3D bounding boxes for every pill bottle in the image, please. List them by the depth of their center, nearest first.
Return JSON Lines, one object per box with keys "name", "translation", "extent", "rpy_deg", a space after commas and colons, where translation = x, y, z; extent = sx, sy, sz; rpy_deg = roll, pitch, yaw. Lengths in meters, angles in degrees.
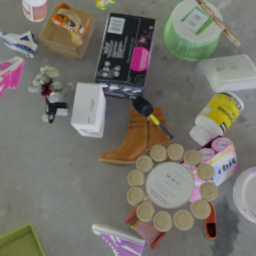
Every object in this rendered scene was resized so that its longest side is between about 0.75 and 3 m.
{"name": "pill bottle", "translation": [-2.720, -3.709, 8.144], "extent": [0.687, 1.225, 0.687], "rpy_deg": [4, 78, -17]}
{"name": "pill bottle", "translation": [3.362, -0.335, 10.845], "extent": [1.186, 1.186, 2.131], "rpy_deg": [39, 80, 9]}

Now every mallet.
{"name": "mallet", "translation": [0.846, -0.264, 9.069], "extent": [0.444, 2.159, 0.711], "rpy_deg": [-45, 49, 2]}

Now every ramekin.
{"name": "ramekin", "translation": [2.757, -4.173, 11.757], "extent": [2.384, 1.164, 2.384], "rpy_deg": [0, 77, 0]}

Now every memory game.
{"name": "memory game", "translation": [1.036, 1.393, 6.828], "extent": [2.239, 0.143, 2.239], "rpy_deg": [-7, 57, 11]}
{"name": "memory game", "translation": [2.872, -3.693, 9.339], "extent": [0.163, 2.561, 2.561], "rpy_deg": [-42, 78, 27]}

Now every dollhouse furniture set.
{"name": "dollhouse furniture set", "translation": [1.135, 2.913, 10.159], "extent": [1.331, 1.006, 2.473], "rpy_deg": [40, 80, 9]}

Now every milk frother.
{"name": "milk frother", "translation": [-2.359, -0.487, 9.419], "extent": [0.706, 0.678, 0.751], "rpy_deg": [2, 84, -29]}

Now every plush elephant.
{"name": "plush elephant", "translation": [-3.155, -1.536, 10.993], "extent": [1.477, 1.571, 1.908], "rpy_deg": [32, 49, -6]}

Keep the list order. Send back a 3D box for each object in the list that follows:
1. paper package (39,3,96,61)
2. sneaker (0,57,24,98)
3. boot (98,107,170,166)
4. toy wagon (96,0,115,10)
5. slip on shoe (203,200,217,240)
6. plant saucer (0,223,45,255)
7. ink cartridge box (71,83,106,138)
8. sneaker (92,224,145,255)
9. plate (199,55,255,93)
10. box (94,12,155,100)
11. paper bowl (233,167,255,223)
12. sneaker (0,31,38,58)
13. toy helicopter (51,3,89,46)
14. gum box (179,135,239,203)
{"name": "paper package", "translation": [-2.542, -4.078, 11.845], "extent": [1.785, 0.969, 1.872], "rpy_deg": [19, 78, 4]}
{"name": "sneaker", "translation": [-3.798, -1.555, 8.052], "extent": [0.995, 0.918, 2.256], "rpy_deg": [26, 33, -4]}
{"name": "boot", "translation": [0.204, 0.293, 10.710], "extent": [2.838, 1.088, 2.204], "rpy_deg": [-6, 79, -4]}
{"name": "toy wagon", "translation": [-0.531, -4.227, 8.522], "extent": [0.343, 1.344, 1.732], "rpy_deg": [42, 53, -6]}
{"name": "slip on shoe", "translation": [3.019, 3.391, 10.345], "extent": [0.531, 0.439, 1.435], "rpy_deg": [-3, 75, 1]}
{"name": "plant saucer", "translation": [-3.978, 4.951, 9.904], "extent": [2.361, 0.566, 2.365], "rpy_deg": [-26, 78, -6]}
{"name": "ink cartridge box", "translation": [-1.407, -0.592, 10.436], "extent": [0.882, 2.084, 1.506], "rpy_deg": [6, 77, 1]}
{"name": "sneaker", "translation": [-0.482, 4.228, 10.019], "extent": [1.983, 0.719, 1.131], "rpy_deg": [20, 81, 5]}
{"name": "plate", "translation": [4.175, -2.299, 11.217], "extent": [2.161, 0.349, 2.156], "rpy_deg": [-8, 46, -2]}
{"name": "box", "translation": [-0.095, -2.751, 11.172], "extent": [1.926, 1.673, 2.915], "rpy_deg": [10, 76, 4]}
{"name": "paper bowl", "translation": [4.913, 2.462, 10.224], "extent": [2.087, 1.085, 2.087], "rpy_deg": [0, 77, 0]}
{"name": "sneaker", "translation": [-4.546, -3.749, 11.986], "extent": [1.626, 0.657, 0.939], "rpy_deg": [28, 75, 0]}
{"name": "toy helicopter", "translation": [-1.817, -3.379, 9.597], "extent": [1.125, 1.701, 0.671], "rpy_deg": [18, 72, 9]}
{"name": "gum box", "translation": [2.878, 1.451, 10.159], "extent": [2.377, 0.786, 1.349], "rpy_deg": [-32, 122, -14]}
